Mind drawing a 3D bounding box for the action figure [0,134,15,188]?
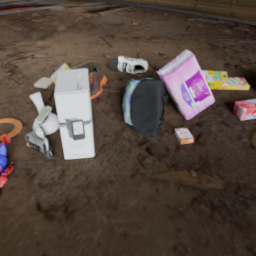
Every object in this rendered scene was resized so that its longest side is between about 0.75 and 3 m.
[{"bbox_3d":[-4.280,1.294,9.199,0.850,0.672,2.600,-13,40,-9],"label":"action figure"}]

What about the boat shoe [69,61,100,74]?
[{"bbox_3d":[-2.670,-3.471,16.102,2.150,0.773,0.731,-22,41,-29],"label":"boat shoe"}]

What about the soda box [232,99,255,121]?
[{"bbox_3d":[5.677,-0.860,12.353,1.957,0.621,0.685,-8,33,-12],"label":"soda box"}]

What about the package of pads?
[{"bbox_3d":[2.433,-1.750,11.670,1.551,2.575,0.974,-35,35,3],"label":"package of pads"}]

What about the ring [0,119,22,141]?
[{"bbox_3d":[-5.134,0.089,11.402,1.588,0.152,1.588,-1,35,0],"label":"ring"}]

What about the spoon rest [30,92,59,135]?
[{"bbox_3d":[-3.589,-0.530,11.897,1.171,0.714,2.357,-23,52,-10],"label":"spoon rest"}]

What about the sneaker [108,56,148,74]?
[{"bbox_3d":[-0.008,-3.584,16.189,2.316,0.858,1.025,1,32,1],"label":"sneaker"}]

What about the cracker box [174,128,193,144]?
[{"bbox_3d":[2.184,0.314,10.995,0.510,0.219,0.761,-7,34,-10],"label":"cracker box"}]

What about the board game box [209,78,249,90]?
[{"bbox_3d":[5.168,-2.373,14.936,2.217,0.332,1.059,0,33,4],"label":"board game box"}]

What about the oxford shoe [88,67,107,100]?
[{"bbox_3d":[-1.793,-2.124,13.654,0.918,0.936,2.580,-23,28,20],"label":"oxford shoe"}]

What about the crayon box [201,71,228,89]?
[{"bbox_3d":[4.270,-2.502,14.465,1.575,0.406,0.990,4,46,10],"label":"crayon box"}]

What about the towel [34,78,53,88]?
[{"bbox_3d":[-4.521,-2.427,15.097,0.713,0.186,1.077,10,35,12],"label":"towel"}]

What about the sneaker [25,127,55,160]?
[{"bbox_3d":[-3.212,0.651,10.184,0.756,0.705,1.907,-27,36,-20],"label":"sneaker"}]

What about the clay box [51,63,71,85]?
[{"bbox_3d":[-3.268,-2.532,14.541,1.109,0.459,1.931,-43,44,2],"label":"clay box"}]

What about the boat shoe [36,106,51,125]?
[{"bbox_3d":[-3.364,-0.488,11.177,0.352,0.293,0.943,20,54,0],"label":"boat shoe"}]

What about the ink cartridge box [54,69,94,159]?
[{"bbox_3d":[-1.874,-0.533,10.042,1.115,2.674,1.942,-5,34,-7],"label":"ink cartridge box"}]

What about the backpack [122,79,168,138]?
[{"bbox_3d":[0.616,-1.065,11.285,2.084,2.211,2.710,8,18,11],"label":"backpack"}]
